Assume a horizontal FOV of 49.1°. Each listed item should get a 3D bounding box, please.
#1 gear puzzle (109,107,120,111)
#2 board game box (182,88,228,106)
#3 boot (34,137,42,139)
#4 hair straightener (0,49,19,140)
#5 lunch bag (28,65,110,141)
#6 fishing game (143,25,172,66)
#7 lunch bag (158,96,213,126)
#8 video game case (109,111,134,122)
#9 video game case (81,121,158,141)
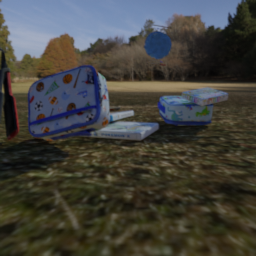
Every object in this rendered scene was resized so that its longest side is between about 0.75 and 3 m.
[{"bbox_3d":[-1.092,-1.041,15.588,1.322,0.173,0.685,-3,11,0],"label":"gear puzzle"},{"bbox_3d":[2.756,-1.142,10.042,1.408,0.241,0.946,-14,29,-33],"label":"board game box"},{"bbox_3d":[-2.133,-0.032,7.835,1.063,0.570,0.399,-18,26,-33],"label":"boot"},{"bbox_3d":[-3.603,-1.097,7.544,0.597,2.917,1.123,-30,-31,30],"label":"hair straightener"},{"bbox_3d":[-1.479,-0.551,7.019,2.144,1.718,0.810,-13,-21,19],"label":"lunch bag"},{"bbox_3d":[0.904,-2.540,8.643,0.856,1.195,0.186,4,15,-3],"label":"fishing game"},{"bbox_3d":[2.085,-0.685,10.654,1.772,0.909,2.205,1,14,-4],"label":"lunch bag"},{"bbox_3d":[-0.970,-0.360,10.108,1.749,0.218,2.444,-5,5,18],"label":"video game case"},{"bbox_3d":[-0.212,0.040,8.550,1.880,0.227,2.063,3,10,19],"label":"video game case"}]
